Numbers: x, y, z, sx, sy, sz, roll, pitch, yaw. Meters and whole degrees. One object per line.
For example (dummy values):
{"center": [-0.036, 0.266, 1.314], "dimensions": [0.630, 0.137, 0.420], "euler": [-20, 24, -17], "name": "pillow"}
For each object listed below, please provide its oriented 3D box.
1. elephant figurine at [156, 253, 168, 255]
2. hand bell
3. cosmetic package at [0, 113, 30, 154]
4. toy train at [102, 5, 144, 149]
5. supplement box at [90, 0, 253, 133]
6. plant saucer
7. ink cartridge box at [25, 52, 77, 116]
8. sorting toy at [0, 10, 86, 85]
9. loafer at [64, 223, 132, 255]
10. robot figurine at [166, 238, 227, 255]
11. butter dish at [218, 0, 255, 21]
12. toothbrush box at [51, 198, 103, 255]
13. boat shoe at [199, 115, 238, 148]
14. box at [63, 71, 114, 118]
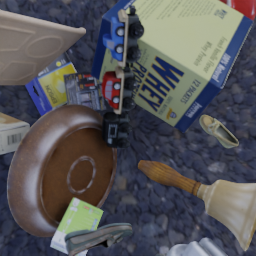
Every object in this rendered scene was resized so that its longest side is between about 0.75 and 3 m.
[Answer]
{"center": [0.946, 3.142, 5.988], "dimensions": [0.751, 1.062, 0.824], "euler": [17, 79, -18], "name": "elephant figurine"}
{"center": [1.162, 1.084, 5.044], "dimensions": [2.281, 1.188, 1.188], "euler": [19, 82, 30], "name": "hand bell"}
{"center": [-3.080, 0.054, 6.510], "dimensions": [1.598, 0.840, 0.568], "euler": [16, 111, 34], "name": "cosmetic package"}
{"center": [-0.187, -0.778, 5.320], "dimensions": [0.670, 0.499, 2.925], "euler": [1, 126, -8], "name": "toy train"}
{"center": [0.974, -1.805, 6.385], "dimensions": [2.553, 1.715, 2.555], "euler": [32, 57, 3], "name": "supplement box"}
{"center": [-1.112, 0.963, 5.974], "dimensions": [0.466, 2.904, 2.904], "euler": [14, 81, 35], "name": "plant saucer"}
{"center": [-2.319, -1.421, 8.549], "dimensions": [1.588, 0.373, 1.570], "euler": [-28, 89, -7], "name": "ink cartridge box"}
{"center": [-2.443, -1.561, 5.806], "dimensions": [2.368, 2.558, 0.467], "euler": [-28, 86, 33], "name": "sorting toy"}
{"center": [-0.444, 1.812, 4.490], "dimensions": [1.120, 0.403, 0.352], "euler": [-3, 45, -20], "name": "loafer"}
{"center": [0.873, 2.763, 4.553], "dimensions": [1.134, 1.702, 2.007], "euler": [43, 111, 42], "name": "robot figurine"}
{"center": [2.503, -3.649, 8.171], "dimensions": [2.060, 2.779, 2.787], "euler": [3, 81, -45], "name": "butter dish"}
{"center": [-0.959, 1.898, 5.312], "dimensions": [0.651, 0.385, 0.894], "euler": [24, 46, -1], "name": "toothbrush box"}
{"center": [1.871, 0.058, 5.760], "dimensions": [0.914, 0.288, 0.334], "euler": [45, 73, -2], "name": "boat shoe"}
{"center": [-0.965, -0.668, 8.220], "dimensions": [1.561, 0.493, 1.980], "euler": [-10, 91, -5], "name": "box"}
